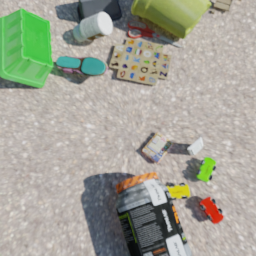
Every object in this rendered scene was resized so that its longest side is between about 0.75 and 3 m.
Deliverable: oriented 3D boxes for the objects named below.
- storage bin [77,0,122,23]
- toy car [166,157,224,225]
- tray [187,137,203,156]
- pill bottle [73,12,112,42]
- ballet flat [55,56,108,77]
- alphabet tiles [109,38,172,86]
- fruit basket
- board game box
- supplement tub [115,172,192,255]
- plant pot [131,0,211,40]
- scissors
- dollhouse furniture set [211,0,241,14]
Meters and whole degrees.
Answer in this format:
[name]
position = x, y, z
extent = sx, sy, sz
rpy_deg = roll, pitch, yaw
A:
[storage bin]
position = -1.278, -5.294, 11.984
extent = 1.938, 1.302, 1.411
rpy_deg = -13, 72, -3
[toy car]
position = 2.547, 2.033, 9.937
extent = 2.194, 0.489, 2.065
rpy_deg = 26, 73, 8
[tray]
position = 2.425, 0.706, 9.955
extent = 0.639, 1.191, 0.132
rpy_deg = -41, 66, 3
[pill bottle]
position = -1.487, -4.058, 11.469
extent = 1.554, 0.889, 0.889
rpy_deg = -5, 67, 37
[ballet flat]
position = -1.756, -2.371, 11.111
extent = 2.327, 0.828, 0.804
rpy_deg = 11, 77, 19
[alphabet tiles]
position = 0.534, -2.779, 11.674
extent = 2.447, 0.077, 2.036
rpy_deg = 12, 69, 1
[fruit basket]
position = -4.443, -2.947, 11.154
extent = 2.956, 2.132, 2.956
rpy_deg = -10, 75, 42
[board game box]
position = 1.104, 0.738, 10.438
extent = 0.755, 0.231, 0.996
rpy_deg = 36, 73, 19
[supplement tub]
position = 0.711, 3.048, 8.871
extent = 1.836, 1.836, 2.997
rpy_deg = -17, 73, -6
[plant pot]
position = 1.886, -5.055, 11.459
extent = 2.442, 2.656, 2.656
rpy_deg = 39, 75, 0
[scissors]
position = 1.175, -4.101, 12.162
extent = 2.532, 0.176, 0.926
rpy_deg = 12, 70, 6
[dollhouse furniture set]
position = 4.494, -5.583, 12.659
extent = 1.118, 0.640, 1.311
rpy_deg = 22, 97, 8
